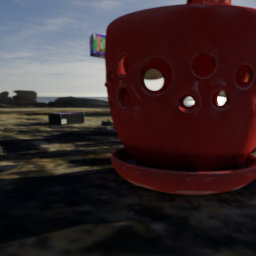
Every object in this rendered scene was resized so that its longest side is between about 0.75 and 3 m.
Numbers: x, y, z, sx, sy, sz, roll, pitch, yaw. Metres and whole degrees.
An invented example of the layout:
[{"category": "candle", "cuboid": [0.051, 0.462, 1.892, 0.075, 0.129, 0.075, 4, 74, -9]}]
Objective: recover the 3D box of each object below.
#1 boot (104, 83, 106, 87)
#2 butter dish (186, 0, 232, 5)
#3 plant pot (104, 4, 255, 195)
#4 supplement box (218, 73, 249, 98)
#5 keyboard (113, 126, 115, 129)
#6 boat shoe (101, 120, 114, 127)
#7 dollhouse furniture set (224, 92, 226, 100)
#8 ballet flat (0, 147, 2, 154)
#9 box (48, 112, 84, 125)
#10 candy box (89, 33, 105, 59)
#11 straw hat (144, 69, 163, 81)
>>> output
[{"category": "boot", "cuboid": [-0.714, -2.306, 13.115, 0.973, 0.329, 0.636, -45, -2, 27]}, {"category": "butter dish", "cuboid": [2.407, -3.340, 8.010, 1.415, 1.411, 1.046, -9, 38, -23]}, {"category": "plant pot", "cuboid": [1.022, -0.396, 4.799, 2.828, 2.575, 2.828, -1, 6, 0]}, {"category": "supplement box", "cuboid": [3.888, -2.627, 11.608, 2.249, 2.218, 1.493, 24, -2, -30]}, {"category": "keyboard", "cuboid": [-0.238, -0.014, 13.132, 0.895, 0.115, 0.537, -1, 12, -19]}, {"category": "boat shoe", "cuboid": [-0.956, -0.210, 13.443, 0.382, 0.339, 1.023, -4, 0, -37]}, {"category": "dollhouse furniture set", "cuboid": [4.855, -2.357, 9.694, 1.498, 2.876, 2.908, -15, 5, -37]}, {"category": "ballet flat", "cuboid": [-3.813, 0.475, 7.313, 1.416, 0.328, 0.477, 4, 7, 31]}, {"category": "box", "cuboid": [-3.420, -0.525, 15.549, 1.149, 0.642, 1.628, 1, 6, 40]}, {"category": "candy box", "cuboid": [-0.951, -3.054, 10.570, 0.953, 0.806, 0.367, 1, -8, -30]}, {"category": "straw hat", "cuboid": [0.773, -2.556, 7.445, 1.030, 2.435, 2.435, 30, -15, -39]}]
